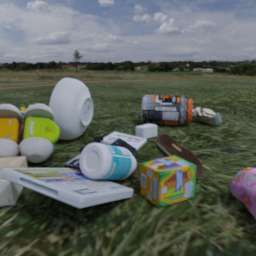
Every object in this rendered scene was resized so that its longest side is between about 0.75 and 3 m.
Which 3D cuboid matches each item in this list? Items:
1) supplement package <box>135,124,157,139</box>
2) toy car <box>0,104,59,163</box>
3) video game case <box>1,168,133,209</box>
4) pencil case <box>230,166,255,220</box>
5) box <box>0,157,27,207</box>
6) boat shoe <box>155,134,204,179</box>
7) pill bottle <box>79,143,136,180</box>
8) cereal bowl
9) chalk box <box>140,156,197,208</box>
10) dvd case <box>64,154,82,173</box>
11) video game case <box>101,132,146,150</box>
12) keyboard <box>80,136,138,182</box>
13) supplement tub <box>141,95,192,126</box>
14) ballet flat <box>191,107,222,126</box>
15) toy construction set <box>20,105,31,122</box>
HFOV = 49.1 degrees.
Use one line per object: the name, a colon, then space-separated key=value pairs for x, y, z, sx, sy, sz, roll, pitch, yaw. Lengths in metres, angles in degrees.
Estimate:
supplement package: x=0.893 y=0.172 z=13.657 sx=0.963 sy=0.563 sz=0.565 roll=-12 pitch=18 yaw=-40
toy car: x=-3.766 y=0.436 z=10.048 sx=2.581 sy=1.936 sz=2.259 roll=-2 pitch=50 yaw=-12
video game case: x=-1.410 y=1.436 z=7.129 sx=2.332 sy=0.283 sz=2.562 roll=12 pitch=-2 yaw=26
pencil case: x=3.262 y=1.754 z=6.467 sx=1.035 sy=1.035 sz=2.367 roll=0 pitch=13 yaw=-2
box: x=-3.507 y=1.485 z=8.032 sx=0.890 sy=0.729 sz=1.875 roll=-3 pitch=14 yaw=-10
boat shoe: x=1.652 y=0.985 z=9.175 sx=0.686 sy=0.687 sz=1.858 roll=-33 pitch=68 yaw=-29
pill bottle: x=-0.494 y=1.027 z=8.245 sx=0.998 sy=0.998 sz=1.801 roll=10 pitch=-4 yaw=36
cereal bowl: x=-2.419 y=-0.813 z=12.923 sx=1.192 sy=2.863 sz=2.863 roll=8 pitch=16 yaw=16
chalk box: x=1.238 y=1.416 z=7.803 sx=1.584 sy=0.989 sz=0.982 roll=-9 pitch=16 yaw=-27
dvd case: x=-1.190 y=1.188 z=10.250 sx=1.484 sy=0.244 sz=1.975 roll=5 pitch=14 yaw=19
video game case: x=-0.158 y=0.577 z=12.385 sx=1.637 sy=0.194 sz=1.490 roll=13 pitch=16 yaw=17
keyboard: x=-0.784 y=0.890 z=9.849 sx=1.750 sy=0.284 sz=2.754 roll=27 pitch=24 yaw=12
supplement tub: x=2.225 y=-1.007 z=16.025 sx=2.780 sy=1.703 sz=1.703 roll=2 pitch=14 yaw=9
ballet flat: x=4.410 y=-0.822 z=16.669 sx=0.917 sy=0.867 sz=2.721 roll=-36 pitch=29 yaw=-19
toy construction set: x=-4.908 y=-0.904 z=16.730 sx=1.931 sy=1.356 sz=2.944 roll=11 pitch=29 yaw=38
